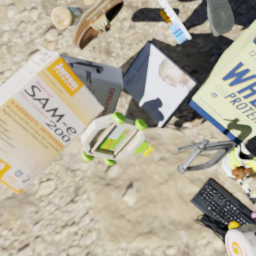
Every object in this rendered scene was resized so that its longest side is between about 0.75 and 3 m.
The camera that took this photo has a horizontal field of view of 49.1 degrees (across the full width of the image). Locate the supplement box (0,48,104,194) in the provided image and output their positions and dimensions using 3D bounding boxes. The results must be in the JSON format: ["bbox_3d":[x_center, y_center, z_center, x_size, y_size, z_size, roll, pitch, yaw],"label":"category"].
[{"bbox_3d":[-2.233,-0.171,6.485,2.879,1.815,1.059,-47,38,-9],"label":"supplement box"}]

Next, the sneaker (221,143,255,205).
[{"bbox_3d":[3.422,1.319,7.381,0.878,0.890,2.329,-15,40,-27],"label":"sneaker"}]

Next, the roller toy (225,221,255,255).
[{"bbox_3d":[2.593,2.601,6.102,0.680,0.888,0.973,-8,98,-17],"label":"roller toy"}]

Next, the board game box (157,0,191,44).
[{"bbox_3d":[0.617,-3.937,8.030,0.374,2.890,2.890,-35,116,19],"label":"board game box"}]

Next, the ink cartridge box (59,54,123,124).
[{"bbox_3d":[-1.434,-1.063,8.029,2.251,1.652,0.933,11,41,-13],"label":"ink cartridge box"}]

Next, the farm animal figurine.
[{"bbox_3d":[2.826,1.356,5.763,0.708,1.137,1.408,-36,42,22],"label":"farm animal figurine"}]

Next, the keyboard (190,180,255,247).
[{"bbox_3d":[3.264,2.998,8.871,2.738,0.543,1.425,40,78,11],"label":"keyboard"}]

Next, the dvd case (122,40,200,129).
[{"bbox_3d":[0.772,-1.266,7.857,1.569,0.193,2.200,-53,55,21],"label":"dvd case"}]

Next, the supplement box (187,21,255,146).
[{"bbox_3d":[3.505,-1.518,7.350,1.855,2.761,2.764,40,54,0],"label":"supplement box"}]

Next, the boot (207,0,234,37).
[{"bbox_3d":[2.325,-3.521,7.572,0.703,1.356,2.076,-9,108,8],"label":"boot"}]

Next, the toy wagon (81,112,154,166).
[{"bbox_3d":[-0.195,0.350,7.260,1.574,2.028,0.401,-49,45,28],"label":"toy wagon"}]

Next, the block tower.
[{"bbox_3d":[4.336,0.646,9.433,0.700,0.749,2.592,43,77,11],"label":"block tower"}]

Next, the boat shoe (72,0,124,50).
[{"bbox_3d":[-0.778,-2.858,7.481,0.668,0.685,1.810,34,88,17],"label":"boat shoe"}]

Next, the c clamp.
[{"bbox_3d":[1.687,0.685,6.671,1.602,1.876,0.254,-11,61,-10],"label":"c clamp"}]

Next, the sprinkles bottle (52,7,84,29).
[{"bbox_3d":[-1.734,-3.318,8.359,0.576,1.688,0.576,2,113,5],"label":"sprinkles bottle"}]
